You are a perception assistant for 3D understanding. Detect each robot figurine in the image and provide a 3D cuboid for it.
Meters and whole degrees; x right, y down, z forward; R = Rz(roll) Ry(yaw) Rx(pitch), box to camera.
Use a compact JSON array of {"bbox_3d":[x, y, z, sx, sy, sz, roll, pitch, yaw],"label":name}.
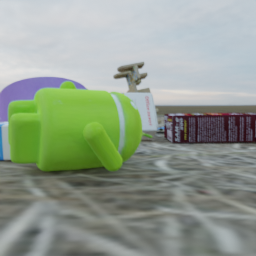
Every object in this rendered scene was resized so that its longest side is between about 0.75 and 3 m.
[{"bbox_3d":[-0.776,0.021,4.727,2.291,1.325,2.010,-1,25,-25],"label":"robot figurine"}]

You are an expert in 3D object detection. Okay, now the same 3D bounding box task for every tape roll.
[{"bbox_3d":[-2.200,-0.405,7.598,2.345,0.996,2.345,-10,-16,-3],"label":"tape roll"}]

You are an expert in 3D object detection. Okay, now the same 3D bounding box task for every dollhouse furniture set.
[{"bbox_3d":[-0.224,-0.969,11.682,1.890,2.493,2.845,-14,-6,-15],"label":"dollhouse furniture set"}]

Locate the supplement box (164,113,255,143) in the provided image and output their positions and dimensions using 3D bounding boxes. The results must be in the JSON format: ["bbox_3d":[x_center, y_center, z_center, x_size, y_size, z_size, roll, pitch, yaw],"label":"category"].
[{"bbox_3d":[2.667,-0.024,8.824,2.879,0.877,1.567,-1,4,-2],"label":"supplement box"}]

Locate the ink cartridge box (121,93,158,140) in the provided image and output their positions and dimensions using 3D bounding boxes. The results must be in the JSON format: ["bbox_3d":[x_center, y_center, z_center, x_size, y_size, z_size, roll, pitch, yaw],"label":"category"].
[{"bbox_3d":[-0.130,-0.361,8.984,1.926,1.392,0.815,-1,-26,-10],"label":"ink cartridge box"}]

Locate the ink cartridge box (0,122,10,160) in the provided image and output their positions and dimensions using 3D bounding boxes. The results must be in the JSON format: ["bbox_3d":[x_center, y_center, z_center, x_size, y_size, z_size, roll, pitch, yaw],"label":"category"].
[{"bbox_3d":[-1.940,0.237,5.945,1.720,0.725,1.256,0,4,-2],"label":"ink cartridge box"}]

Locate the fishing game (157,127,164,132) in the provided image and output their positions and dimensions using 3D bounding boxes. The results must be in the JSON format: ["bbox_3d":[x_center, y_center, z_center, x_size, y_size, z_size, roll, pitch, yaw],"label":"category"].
[{"bbox_3d":[1.750,0.045,11.876,2.073,0.322,1.484,-9,0,-1],"label":"fishing game"}]
